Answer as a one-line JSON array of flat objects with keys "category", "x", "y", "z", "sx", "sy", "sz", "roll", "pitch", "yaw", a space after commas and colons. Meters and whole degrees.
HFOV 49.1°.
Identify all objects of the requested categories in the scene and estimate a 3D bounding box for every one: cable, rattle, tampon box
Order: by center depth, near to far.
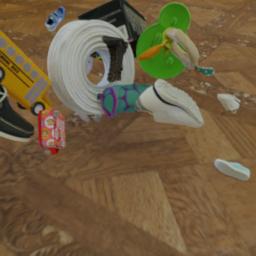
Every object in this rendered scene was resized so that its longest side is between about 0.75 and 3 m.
[{"category": "rattle", "x": 1.505, "y": -1.853, "z": 8.339, "sx": 1.283, "sy": 1.971, "sz": 1.408, "roll": 14, "pitch": 62, "yaw": 52}, {"category": "cable", "x": -1.066, "y": -1.827, "z": 8.712, "sx": 1.008, "sy": 2.911, "sz": 2.910, "roll": 14, "pitch": 71, "yaw": 47}, {"category": "tampon box", "x": -0.401, "y": -3.687, "z": 11.179, "sx": 1.910, "sy": 1.609, "sz": 2.549, "roll": -15, "pitch": -2, "yaw": 23}]

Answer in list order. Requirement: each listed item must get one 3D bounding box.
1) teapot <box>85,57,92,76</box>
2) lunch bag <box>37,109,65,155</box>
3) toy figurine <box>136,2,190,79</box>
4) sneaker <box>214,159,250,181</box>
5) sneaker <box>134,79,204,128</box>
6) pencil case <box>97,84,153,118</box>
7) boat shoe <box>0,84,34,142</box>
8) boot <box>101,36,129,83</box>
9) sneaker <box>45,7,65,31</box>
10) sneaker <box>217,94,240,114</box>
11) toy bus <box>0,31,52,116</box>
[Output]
[{"category": "teapot", "x": -2.183, "y": -3.011, "z": 11.459, "sx": 1.771, "sy": 1.294, "sz": 1.748, "roll": 26, "pitch": 38, "yaw": -5}, {"category": "lunch bag", "x": -1.683, "y": 0.129, "z": 6.281, "sx": 0.448, "sy": 1.094, "sz": 0.964, "roll": -5, "pitch": 81, "yaw": -1}, {"category": "toy figurine", "x": 1.608, "y": -3.433, "z": 10.829, "sx": 1.974, "sy": 2.630, "sz": 2.421, "roll": 19, "pitch": 26, "yaw": 6}, {"category": "sneaker", "x": 3.397, "y": 1.308, "z": 9.135, "sx": 1.128, "sy": 0.417, "sz": 0.462, "roll": 29, "pitch": 39, "yaw": 19}, {"category": "sneaker", "x": 1.195, "y": -0.491, "z": 7.602, "sx": 2.331, "sy": 0.938, "sz": 0.890, "roll": 25, "pitch": 36, "yaw": -39}, {"category": "pencil case", "x": 0.138, "y": -0.862, "z": 8.730, "sx": 2.129, "sy": 0.984, "sz": 0.906, "roll": -10, "pitch": 47, "yaw": -42}, {"category": "boat shoe", "x": -2.942, "y": -0.588, "z": 5.891, "sx": 0.820, "sy": 2.424, "sz": 0.871, "roll": -43, "pitch": 22, "yaw": 12}, {"category": "boot", "x": -0.389, "y": -1.866, "z": 7.824, "sx": 0.483, "sy": 1.213, "sz": 1.394, "roll": 17, "pitch": 11, "yaw": 22}, {"category": "sneaker", "x": -2.254, "y": -3.404, "z": 8.670, "sx": 0.310, "sy": 0.838, "sz": 0.345, "roll": 34, "pitch": 1, "yaw": 11}, {"category": "sneaker", "x": 2.748, "y": -0.674, "z": 7.662, "sx": 0.952, "sy": 0.383, "sz": 0.364, "roll": 16, "pitch": 1, "yaw": -38}, {"category": "toy bus", "x": -2.976, "y": -1.368, "z": 7.258, "sx": 0.892, "sy": 2.741, "sz": 1.073, "roll": 20, "pitch": 71, "yaw": 39}]
